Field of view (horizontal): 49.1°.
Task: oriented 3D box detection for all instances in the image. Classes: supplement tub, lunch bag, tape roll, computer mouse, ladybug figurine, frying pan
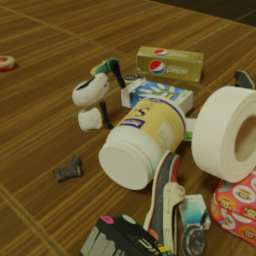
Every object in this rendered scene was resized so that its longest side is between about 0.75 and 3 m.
[{"bbox_3d":[0.482,0.388,8.346,1.843,1.843,2.535,21,45,22],"label":"supplement tub"},{"bbox_3d":[3.588,1.939,7.196,2.532,1.037,2.230,25,46,26],"label":"lunch bag"},{"bbox_3d":[2.622,0.163,6.961,2.306,2.306,0.806,-30,32,-30],"label":"tape roll"},{"bbox_3d":[-0.926,-1.382,9.497,0.474,1.185,2.162,26,54,38],"label":"computer mouse"},{"bbox_3d":[-6.043,-3.021,13.280,1.304,0.469,0.885,-6,42,-7],"label":"ladybug figurine"},{"bbox_3d":[1.694,2.529,6.551,1.248,0.755,0.203,-27,8,-35],"label":"frying pan"},{"bbox_3d":[-0.824,-0.248,7.578,0.345,0.861,1.571,-10,7,20],"label":"computer mouse"}]

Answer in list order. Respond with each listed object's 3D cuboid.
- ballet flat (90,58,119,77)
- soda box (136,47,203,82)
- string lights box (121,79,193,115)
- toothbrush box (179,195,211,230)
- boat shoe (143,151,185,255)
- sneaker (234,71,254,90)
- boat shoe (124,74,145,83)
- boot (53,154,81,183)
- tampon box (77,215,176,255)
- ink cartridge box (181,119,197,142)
[{"bbox_3d":[-1.117,-2.848,13.064,0.592,0.592,1.674,26,48,27],"label":"ballet flat"},{"bbox_3d":[1.879,-2.920,12.767,2.924,0.990,0.936,9,42,10],"label":"soda box"},{"bbox_3d":[1.071,-1.087,10.657,2.427,0.716,1.247,20,42,31],"label":"string lights box"},{"bbox_3d":[1.720,2.228,7.383,0.629,0.367,0.860,-4,41,-5],"label":"toothbrush box"},{"bbox_3d":[1.000,1.806,6.891,0.789,0.898,2.522,5,69,29],"label":"boat shoe"},{"bbox_3d":[4.827,-2.057,12.158,0.699,0.492,1.317,-8,43,-13],"label":"sneaker"},{"bbox_3d":[0.297,-2.226,12.498,0.975,0.310,0.345,-7,42,-7],"label":"boat shoe"},{"bbox_3d":[-1.903,1.216,8.575,0.809,0.322,0.929,-11,45,-13],"label":"boot"},{"bbox_3d":[0.041,2.746,5.860,1.662,1.245,1.049,31,92,31],"label":"tampon box"},{"bbox_3d":[2.115,0.166,9.701,0.619,0.354,1.192,4,39,8],"label":"ink cartridge box"}]
